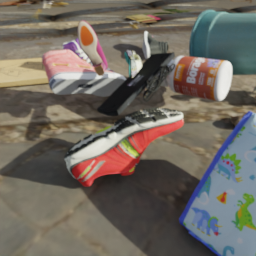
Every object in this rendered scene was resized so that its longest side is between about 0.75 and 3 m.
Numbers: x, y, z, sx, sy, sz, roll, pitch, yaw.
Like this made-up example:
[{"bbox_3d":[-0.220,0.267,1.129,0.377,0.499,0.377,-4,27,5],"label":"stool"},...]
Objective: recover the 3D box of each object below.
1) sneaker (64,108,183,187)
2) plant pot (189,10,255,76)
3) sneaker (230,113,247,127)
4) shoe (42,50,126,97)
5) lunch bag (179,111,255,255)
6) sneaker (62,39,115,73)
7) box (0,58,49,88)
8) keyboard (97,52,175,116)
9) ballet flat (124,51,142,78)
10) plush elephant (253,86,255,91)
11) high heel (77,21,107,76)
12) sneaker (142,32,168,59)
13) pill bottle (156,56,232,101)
[{"bbox_3d":[-0.006,0.414,6.010,2.653,1.126,1.022,-25,18,2],"label":"sneaker"},{"bbox_3d":[3.103,-2.311,7.827,2.033,2.033,1.991,-30,30,-35],"label":"plant pot"},{"bbox_3d":[3.506,-0.295,7.935,1.227,0.432,0.463,-7,35,-11],"label":"sneaker"},{"bbox_3d":[-1.254,-1.674,8.451,2.615,0.934,1.189,-6,60,-40],"label":"shoe"},{"bbox_3d":[2.338,1.280,4.719,2.044,1.532,2.404,31,76,40],"label":"lunch bag"},{"bbox_3d":[-1.360,-2.293,9.809,2.797,1.595,1.014,24,40,28],"label":"sneaker"},{"bbox_3d":[-4.022,-2.156,10.703,2.661,0.283,2.176,-7,34,-10],"label":"box"},{"bbox_3d":[0.342,-0.994,6.838,2.281,0.452,1.187,-48,33,-19],"label":"keyboard"},{"bbox_3d":[0.147,-1.633,7.053,0.395,0.395,1.098,-4,43,-5],"label":"ballet flat"},{"bbox_3d":[4.746,-1.254,8.650,1.423,1.728,1.338,-31,67,-19],"label":"plush elephant"},{"bbox_3d":[-0.809,-1.824,6.331,0.430,1.276,0.613,-11,33,6],"label":"high heel"},{"bbox_3d":[1.230,-3.712,12.628,1.066,0.760,2.150,0,40,-4],"label":"sneaker"},{"bbox_3d":[1.708,-1.356,7.449,1.807,1.014,1.014,16,37,32],"label":"pill bottle"}]
